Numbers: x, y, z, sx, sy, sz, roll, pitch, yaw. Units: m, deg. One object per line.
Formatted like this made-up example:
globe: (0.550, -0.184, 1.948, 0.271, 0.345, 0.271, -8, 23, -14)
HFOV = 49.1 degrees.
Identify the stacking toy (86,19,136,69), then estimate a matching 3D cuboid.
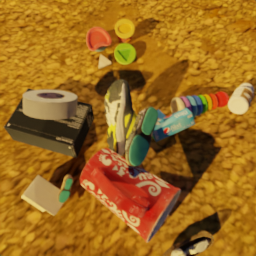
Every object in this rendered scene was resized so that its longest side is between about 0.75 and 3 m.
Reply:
stacking toy: (-0.686, -3.583, 12.482, 2.174, 0.918, 1.968, -13, 87, -4)

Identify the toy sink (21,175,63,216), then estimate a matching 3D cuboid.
toy sink: (-2.651, 2.185, 8.889, 1.169, 0.655, 0.762, 36, 58, -8)

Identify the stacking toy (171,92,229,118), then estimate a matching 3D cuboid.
stacking toy: (2.811, -0.930, 10.673, 2.250, 0.960, 0.960, -16, 61, -14)

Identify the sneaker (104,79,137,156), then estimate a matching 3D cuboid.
sneaker: (-0.124, -0.341, 9.702, 1.140, 2.695, 1.004, -9, 21, -34)

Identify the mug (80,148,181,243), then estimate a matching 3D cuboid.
mug: (-0.010, 1.744, 8.382, 2.698, 2.395, 1.800, 32, 63, 21)

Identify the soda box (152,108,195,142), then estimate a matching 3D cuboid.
soda box: (1.504, -0.111, 9.756, 1.518, 0.487, 0.515, -24, 30, -2)

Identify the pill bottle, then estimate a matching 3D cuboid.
pill bottle: (4.376, -1.157, 10.741, 0.738, 0.738, 1.291, 29, 49, 16)

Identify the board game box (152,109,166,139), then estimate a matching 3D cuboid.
board game box: (1.041, -0.161, 10.597, 0.959, 0.193, 0.734, -37, 67, -15)

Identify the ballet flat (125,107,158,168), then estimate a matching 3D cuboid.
ballet flat: (0.345, 0.328, 8.945, 0.803, 0.803, 2.233, 18, 60, 10)

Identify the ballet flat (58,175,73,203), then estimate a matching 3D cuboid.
ballet flat: (-1.921, 1.863, 8.646, 0.340, 0.964, 0.315, 18, 18, -23)

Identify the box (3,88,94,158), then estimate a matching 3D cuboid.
box: (-2.782, -0.186, 10.170, 2.578, 1.017, 1.819, 15, 58, 9)

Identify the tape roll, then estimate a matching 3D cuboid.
tape roll: (-2.496, -0.780, 9.022, 1.694, 0.559, 1.694, 5, 19, -2)

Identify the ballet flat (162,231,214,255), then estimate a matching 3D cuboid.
ballet flat: (1.719, 3.532, 8.007, 1.760, 0.636, 0.597, -22, 80, -11)
